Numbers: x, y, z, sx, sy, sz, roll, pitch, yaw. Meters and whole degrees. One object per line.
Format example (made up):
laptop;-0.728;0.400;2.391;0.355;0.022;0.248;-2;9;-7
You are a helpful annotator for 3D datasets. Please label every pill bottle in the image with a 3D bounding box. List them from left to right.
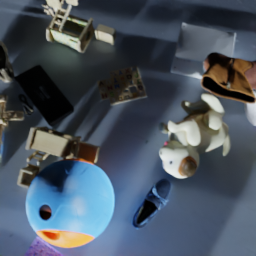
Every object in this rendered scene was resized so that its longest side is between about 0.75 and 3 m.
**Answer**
pill bottle;5.439;-0.836;9.668;2.434;1.269;1.269;-8;69;-3

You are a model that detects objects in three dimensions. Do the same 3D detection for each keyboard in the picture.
keyboard;-3.269;-1.124;10.312;1.509;0.322;2.513;-34;72;-19

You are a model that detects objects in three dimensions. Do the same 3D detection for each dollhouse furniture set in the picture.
dollhouse furniture set;-3.309;-5.066;11.908;0.991;0.484;0.845;26;68;35
dollhouse furniture set;-2.144;1.193;9.205;2.213;1.231;1.958;16;94;6
dollhouse furniture set;-1.847;-3.874;10.388;2.394;2.118;1.331;21;71;9

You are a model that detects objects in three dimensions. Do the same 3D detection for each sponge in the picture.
sponge;-2.388;4.036;8.347;1.467;0.219;0.818;30;72;11

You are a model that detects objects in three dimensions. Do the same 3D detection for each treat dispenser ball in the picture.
treat dispenser ball;-1.613;2.078;7.962;2.433;2.433;2.433;0;69;0

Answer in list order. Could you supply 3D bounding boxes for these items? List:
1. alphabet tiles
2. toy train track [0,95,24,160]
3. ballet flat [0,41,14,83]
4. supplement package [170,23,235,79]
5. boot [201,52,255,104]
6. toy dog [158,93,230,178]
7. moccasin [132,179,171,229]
alphabet tiles;-0.286;-1.600;10.614;1.665;0.063;1.392;-14;70;-6
toy train track;-4.598;0.097;9.745;1.660;0.471;2.895;-4;69;-1
ballet flat;-5.012;-2.737;10.795;0.778;0.535;2.310;-25;71;-9
supplement package;2.774;-2.790;10.504;2.011;1.115;1.566;13;69;6
boot;3.311;-1.350;7.757;2.545;0.926;2.704;25;29;3
toy dog;2.001;0.486;9.139;2.463;1.718;2.388;-49;112;-18
moccasin;0.817;2.391;8.767;0.731;0.620;1.818;30;72;11
